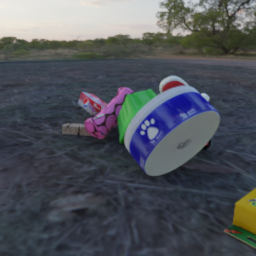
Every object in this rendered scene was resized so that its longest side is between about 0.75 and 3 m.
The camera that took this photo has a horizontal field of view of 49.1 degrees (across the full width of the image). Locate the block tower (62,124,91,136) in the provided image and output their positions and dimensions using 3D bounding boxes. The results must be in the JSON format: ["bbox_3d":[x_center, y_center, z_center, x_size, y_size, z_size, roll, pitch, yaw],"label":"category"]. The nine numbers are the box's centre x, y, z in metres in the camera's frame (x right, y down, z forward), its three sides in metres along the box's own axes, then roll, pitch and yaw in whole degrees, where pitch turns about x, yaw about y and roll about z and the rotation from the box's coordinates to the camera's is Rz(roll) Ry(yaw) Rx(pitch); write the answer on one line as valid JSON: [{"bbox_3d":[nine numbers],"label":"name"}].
[{"bbox_3d":[-1.790,0.063,10.330,1.224,0.354,0.330,5,19,10],"label":"block tower"}]

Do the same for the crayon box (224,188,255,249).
[{"bbox_3d":[2.905,1.615,5.208,2.053,0.522,1.304,-16,24,-40],"label":"crayon box"}]

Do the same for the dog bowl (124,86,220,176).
[{"bbox_3d":[1.082,0.128,6.857,2.262,2.262,0.891,-13,51,-35],"label":"dog bowl"}]

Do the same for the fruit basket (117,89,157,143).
[{"bbox_3d":[0.619,0.015,8.827,1.480,2.052,2.052,-16,23,-23],"label":"fruit basket"}]

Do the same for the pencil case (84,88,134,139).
[{"bbox_3d":[-0.558,-0.575,9.839,0.962,0.993,2.119,22,57,32],"label":"pencil case"}]

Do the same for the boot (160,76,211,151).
[{"bbox_3d":[1.797,-0.335,8.371,0.858,2.368,1.709,-28,43,16],"label":"boot"}]

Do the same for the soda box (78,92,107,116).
[{"bbox_3d":[-1.403,-0.918,11.945,0.650,0.589,1.857,7,21,-42],"label":"soda box"}]

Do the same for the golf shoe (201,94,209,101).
[{"bbox_3d":[3.261,-1.314,12.986,0.674,0.819,1.789,-34,9,34],"label":"golf shoe"}]

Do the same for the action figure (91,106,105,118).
[{"bbox_3d":[-0.789,-0.374,10.787,1.800,0.919,1.070,3,4,9],"label":"action figure"}]
